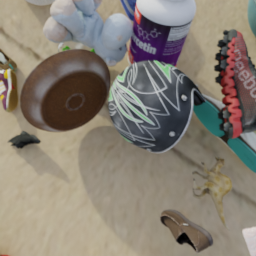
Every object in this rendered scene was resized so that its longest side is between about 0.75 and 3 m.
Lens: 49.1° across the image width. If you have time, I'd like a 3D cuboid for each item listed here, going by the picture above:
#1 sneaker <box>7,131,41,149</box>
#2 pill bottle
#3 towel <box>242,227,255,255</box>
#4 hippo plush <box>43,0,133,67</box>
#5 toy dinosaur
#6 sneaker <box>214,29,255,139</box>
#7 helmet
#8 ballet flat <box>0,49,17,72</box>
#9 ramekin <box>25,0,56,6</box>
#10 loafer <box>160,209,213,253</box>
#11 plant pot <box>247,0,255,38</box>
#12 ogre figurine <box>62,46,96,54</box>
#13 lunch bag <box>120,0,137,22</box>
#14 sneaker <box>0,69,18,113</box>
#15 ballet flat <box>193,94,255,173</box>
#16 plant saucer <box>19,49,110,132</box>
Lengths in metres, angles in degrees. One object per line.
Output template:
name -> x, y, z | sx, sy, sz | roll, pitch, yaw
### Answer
sneaker -> -2.868, 0.395, 7.718 | 1.008, 0.303, 0.526 | 18, 61, 36
pill bottle -> 0.860, -2.678, 7.472 | 1.497, 2.662, 1.497 | 4, 55, -6
towel -> 2.775, 2.211, 4.939 | 1.148, 0.185, 1.096 | -20, 89, 22
hippo plush -> -0.954, -2.404, 7.407 | 1.880, 2.338, 1.863 | 38, 48, 3
toy dinosaur -> 1.994, 1.431, 6.616 | 0.909, 0.523, 1.799 | 0, 63, 11
sneaker -> 2.817, -1.084, 6.779 | 1.280, 0.926, 2.621 | -6, 93, 7
helmet -> 0.603, -0.523, 6.709 | 2.268, 2.162, 2.268 | 3, 95, 34
ballet flat -> -4.109, -2.281, 8.657 | 1.552, 0.561, 0.526 | 39, 75, 12
ramekin -> -2.975, -5.051, 9.378 | 1.894, 0.994, 1.894 | 0, 71, 0
loafer -> 1.138, 2.207, 6.050 | 0.488, 1.376, 0.503 | -31, 115, -29
plant pot -> 4.651, -3.428, 8.506 | 2.347, 1.581, 2.347 | 0, 71, 0
ogre figurine -> -1.470, -1.869, 8.420 | 1.743, 0.855, 1.045 | 10, 53, -12
lunch bag -> 0.426, -4.194, 9.058 | 1.111, 1.082, 1.635 | -13, 70, -22
sneaker -> -3.678, -1.057, 8.308 | 0.640, 0.532, 1.420 | -11, 65, 5
ballet flat -> 2.925, 0.017, 7.772 | 0.971, 0.971, 2.795 | -40, 78, -12
plant saucer -> -1.399, -0.746, 7.005 | 2.462, 2.462, 0.450 | -35, 54, -11
